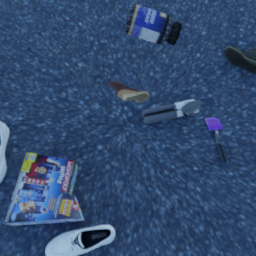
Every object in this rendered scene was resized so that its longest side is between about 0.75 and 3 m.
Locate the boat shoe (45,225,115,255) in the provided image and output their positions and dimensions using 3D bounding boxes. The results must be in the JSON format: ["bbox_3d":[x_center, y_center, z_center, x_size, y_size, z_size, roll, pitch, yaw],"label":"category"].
[{"bbox_3d":[-1.612,3.718,9.253,2.382,0.779,0.876,-19,68,-8],"label":"boat shoe"}]

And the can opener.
[{"bbox_3d":[1.740,-0.744,11.190,2.347,0.785,0.626,-12,67,-5],"label":"can opener"}]

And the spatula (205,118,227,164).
[{"bbox_3d":[3.534,0.467,10.981,0.573,0.208,2.027,-6,66,-5],"label":"spatula"}]

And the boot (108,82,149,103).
[{"bbox_3d":[0.035,-1.053,7.776,0.988,0.357,0.822,-8,44,-41],"label":"boot"}]

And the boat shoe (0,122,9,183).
[{"bbox_3d":[-5.086,0.901,10.445,0.943,0.837,2.562,-6,67,-3],"label":"boat shoe"}]

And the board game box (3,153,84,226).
[{"bbox_3d":[-2.657,2.342,9.855,2.513,0.776,2.515,10,67,3],"label":"board game box"}]

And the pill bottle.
[{"bbox_3d":[0.695,-2.805,7.753,1.458,0.815,0.815,16,67,-6],"label":"pill bottle"}]

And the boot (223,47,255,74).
[{"bbox_3d":[5.231,-3.298,12.444,1.777,0.688,1.229,35,66,0],"label":"boot"}]
